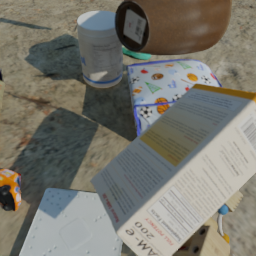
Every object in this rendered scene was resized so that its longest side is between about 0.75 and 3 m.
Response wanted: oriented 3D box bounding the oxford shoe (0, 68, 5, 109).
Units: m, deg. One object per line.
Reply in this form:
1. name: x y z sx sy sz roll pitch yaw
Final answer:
1. oxford shoe: -4.529 -1.077 9.022 0.980 1.040 2.782 20 32 -40

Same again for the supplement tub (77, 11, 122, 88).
1. supplement tub: -0.955 -2.745 9.983 1.527 2.314 1.527 0 45 0

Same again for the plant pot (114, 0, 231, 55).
1. plant pot: 1.019 -3.017 7.671 2.491 2.491 2.665 36 48 30

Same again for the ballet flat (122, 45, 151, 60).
1. ballet flat: 0.252 -3.279 11.777 1.492 0.525 0.502 21 54 20

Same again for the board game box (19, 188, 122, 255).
1. board game box: -1.163 2.426 6.304 2.095 0.271 2.095 6 46 6

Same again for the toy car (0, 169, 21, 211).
1. toy car: -3.181 0.752 6.680 1.232 2.511 0.836 4 29 29

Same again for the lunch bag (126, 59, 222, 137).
1. lunch bag: 1.490 -0.928 8.641 2.792 1.729 2.374 -10 45 1

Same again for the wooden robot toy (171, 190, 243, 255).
1. wooden robot toy: 1.755 2.631 5.821 1.340 1.301 2.953 44 51 -7

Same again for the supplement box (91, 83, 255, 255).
1. supplement box: 0.852 0.592 4.694 2.786 1.024 1.756 -42 23 -4
